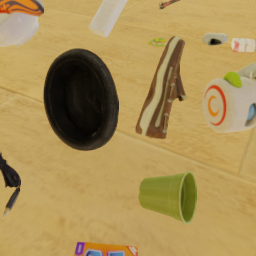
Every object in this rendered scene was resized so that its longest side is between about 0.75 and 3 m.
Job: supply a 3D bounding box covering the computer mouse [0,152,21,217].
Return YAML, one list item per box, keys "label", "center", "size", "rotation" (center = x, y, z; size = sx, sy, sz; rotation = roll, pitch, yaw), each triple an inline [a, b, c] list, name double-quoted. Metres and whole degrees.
- label: "computer mouse"
  center: [-1.885, 0.894, 3.480]
  size: [0.333, 1.016, 1.447]
  rotation: [-11, 36, 14]

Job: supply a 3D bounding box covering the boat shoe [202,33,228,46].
- label: "boat shoe"
  center: [2.729, -2.847, 9.077]
  size: [0.367, 0.359, 1.030]
  rotation: [-42, 30, -16]

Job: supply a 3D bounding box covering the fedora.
- label: "fedora"
  center: [-0.822, -0.576, 5.848]
  size: [2.039, 2.039, 0.931]
  rotation: [23, 18, 24]

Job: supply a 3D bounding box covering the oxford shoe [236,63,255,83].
- label: "oxford shoe"
  center: [3.139, -1.071, 6.283]
  size: [0.805, 1.048, 2.787]
  rotation: [-12, -3, -40]

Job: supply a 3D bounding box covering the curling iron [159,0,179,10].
- label: "curling iron"
  center: [1.802, -4.749, 10.174]
  size: [1.524, 0.195, 0.378]
  rotation: [-24, 46, 13]

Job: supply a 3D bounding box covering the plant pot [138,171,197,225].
- label: "plant pot"
  center: [0.648, 1.138, 4.763]
  size: [0.818, 0.861, 0.861]
  rotation: [-2, 36, 32]

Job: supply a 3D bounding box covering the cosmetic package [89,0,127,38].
- label: "cosmetic package"
  center: [-0.731, -4.181, 10.277]
  size: [0.683, 0.419, 1.655]
  rotation: [25, 83, 19]

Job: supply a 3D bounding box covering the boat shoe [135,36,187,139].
- label: "boat shoe"
  center: [0.586, -0.531, 3.993]
  size: [0.538, 1.454, 0.537]
  rotation: [20, 9, 4]

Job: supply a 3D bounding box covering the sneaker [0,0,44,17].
- label: "sneaker"
  center: [-3.204, -2.747, 6.457]
  size: [2.324, 0.902, 1.302]
  rotation: [18, 82, -4]

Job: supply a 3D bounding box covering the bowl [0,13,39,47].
- label: "bowl"
  center: [-3.247, -3.026, 8.041]
  size: [2.046, 0.920, 2.046]
  rotation: [-21, 48, 25]

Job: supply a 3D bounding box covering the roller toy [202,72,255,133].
- label: "roller toy"
  center: [2.341, -0.515, 6.310]
  size: [0.930, 1.331, 1.214]
  rotation: [-6, 77, -14]

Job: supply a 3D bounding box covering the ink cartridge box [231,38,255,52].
- label: "ink cartridge box"
  center: [5.276, -3.797, 12.855]
  size: [0.912, 0.378, 0.668]
  rotation: [5, 42, 6]

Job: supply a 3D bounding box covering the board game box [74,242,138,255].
- label: "board game box"
  center: [-0.410, 2.772, 4.831]
  size: [1.082, 1.082, 1.083]
  rotation: [3, 41, 4]

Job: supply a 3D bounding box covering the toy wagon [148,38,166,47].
- label: "toy wagon"
  center: [1.401, -4.104, 13.366]
  size: [0.857, 0.170, 0.665]
  rotation: [3, 41, 4]
